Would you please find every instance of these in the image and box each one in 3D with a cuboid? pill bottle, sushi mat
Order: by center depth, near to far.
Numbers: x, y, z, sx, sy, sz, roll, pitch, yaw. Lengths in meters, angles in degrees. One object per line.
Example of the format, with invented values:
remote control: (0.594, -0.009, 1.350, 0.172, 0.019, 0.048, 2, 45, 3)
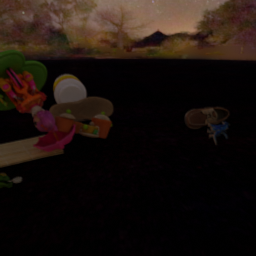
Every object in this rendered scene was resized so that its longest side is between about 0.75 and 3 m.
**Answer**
sushi mat: (-3.154, 0.661, 7.040, 2.816, 0.170, 1.347, -12, 21, -34)
pill bottle: (-2.565, -1.554, 12.217, 1.329, 1.329, 2.433, -5, 17, -15)

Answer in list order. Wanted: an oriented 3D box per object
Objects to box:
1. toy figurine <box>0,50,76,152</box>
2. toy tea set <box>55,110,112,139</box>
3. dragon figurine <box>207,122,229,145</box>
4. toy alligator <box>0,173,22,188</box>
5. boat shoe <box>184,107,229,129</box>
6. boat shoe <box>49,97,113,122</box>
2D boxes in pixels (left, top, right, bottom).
toy figurine: (-2.203, -0.441, 6.880, 1.752, 2.148, 2.334, -38, -13, -17)
toy tea set: (-1.208, -0.188, 7.779, 1.240, 0.772, 2.085, 11, -1, 9)
dragon figurine: (2.785, 0.106, 8.415, 0.700, 0.414, 1.407, 2, 17, 7)
toy alligator: (-2.541, 1.071, 5.462, 1.162, 0.279, 0.385, 3, 12, 25)
boat shoe: (2.644, -0.402, 9.330, 1.798, 0.681, 0.645, -13, -6, -32)
boat shoe: (-1.705, -0.618, 10.054, 2.333, 0.839, 0.756, -11, 6, -26)
